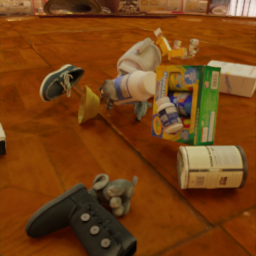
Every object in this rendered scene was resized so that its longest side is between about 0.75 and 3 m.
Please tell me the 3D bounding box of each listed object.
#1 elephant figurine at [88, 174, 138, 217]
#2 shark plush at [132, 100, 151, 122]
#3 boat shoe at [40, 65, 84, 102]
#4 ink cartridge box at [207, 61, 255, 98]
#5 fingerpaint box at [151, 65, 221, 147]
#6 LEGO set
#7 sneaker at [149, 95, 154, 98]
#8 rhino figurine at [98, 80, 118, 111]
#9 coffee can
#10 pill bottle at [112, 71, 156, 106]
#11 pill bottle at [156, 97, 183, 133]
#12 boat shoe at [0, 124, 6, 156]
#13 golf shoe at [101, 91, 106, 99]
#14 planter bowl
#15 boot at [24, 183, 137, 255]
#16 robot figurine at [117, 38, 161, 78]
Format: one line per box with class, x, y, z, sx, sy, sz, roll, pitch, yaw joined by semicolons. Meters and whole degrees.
elephant figurine;-0.619;1.645;7.039;1.364;0.965;1.059;2;-5;37
shark plush;0.425;-0.897;11.639;0.824;0.755;1.814;14;44;13
boat shoe;-2.812;-1.953;12.238;0.840;1.018;2.718;9;33;18
ink cartridge box;5.277;-2.570;14.480;2.574;1.126;1.870;13;32;26
fingerpaint box;1.719;-0.741;8.723;0.856;2.334;1.947;-3;12;-38
LEGO set;2.016;-3.414;11.851;0.866;1.071;2.327;-3;28;-41
sneaker;1.302;-2.143;13.607;2.923;1.201;1.138;5;29;11
rhino figurine;-0.694;-1.165;10.008;0.474;0.693;1.585;27;30;-31
coffee can;2.232;1.073;7.656;1.598;1.170;1.170;0;28;-1
pill bottle;0.224;-1.513;10.577;1.123;1.123;2.004;-25;12;-38
pill bottle;1.183;-0.384;8.279;0.548;0.548;0.988;-14;74;-24
boat shoe;-5.080;0.096;9.607;1.257;1.012;2.710;-9;29;-31
golf shoe;-0.872;-1.422;11.842;0.596;1.261;0.490;-17;72;-3
planter bowl;-1.522;-0.874;11.131;0.631;1.515;1.515;10;25;-18
boot;-1.034;2.335;5.973;1.669;0.665;2.025;-38;56;-20
robot figurine;0.514;-2.863;12.429;1.468;2.205;2.600;31;52;9
